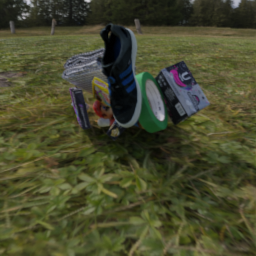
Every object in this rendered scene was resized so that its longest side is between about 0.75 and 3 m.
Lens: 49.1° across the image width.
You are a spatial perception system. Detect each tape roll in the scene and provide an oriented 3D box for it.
[{"bbox_3d":[0.746,-0.882,9.739,0.499,2.076,2.076,-18,17,25],"label":"tape roll"}]

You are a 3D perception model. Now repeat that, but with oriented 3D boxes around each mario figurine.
[{"bbox_3d":[-0.398,-0.819,12.612,2.789,1.478,1.722,13,29,23],"label":"mario figurine"}]

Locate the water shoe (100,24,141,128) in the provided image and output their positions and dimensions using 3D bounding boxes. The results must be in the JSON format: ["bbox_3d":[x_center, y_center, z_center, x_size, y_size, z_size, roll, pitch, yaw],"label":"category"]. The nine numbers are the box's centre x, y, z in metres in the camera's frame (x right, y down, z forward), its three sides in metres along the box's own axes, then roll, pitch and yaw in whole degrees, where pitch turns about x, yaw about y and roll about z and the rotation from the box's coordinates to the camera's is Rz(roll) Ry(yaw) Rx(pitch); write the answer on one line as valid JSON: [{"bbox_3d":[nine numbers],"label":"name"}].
[{"bbox_3d":[-0.368,-1.464,8.090,1.049,2.933,1.157,-6,-3,37],"label":"water shoe"}]

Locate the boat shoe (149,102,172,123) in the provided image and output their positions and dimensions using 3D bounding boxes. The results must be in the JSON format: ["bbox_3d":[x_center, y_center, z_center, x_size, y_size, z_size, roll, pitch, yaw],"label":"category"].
[{"bbox_3d":[1.300,-1.082,12.815,2.556,0.855,0.728,30,55,33],"label":"boat shoe"}]

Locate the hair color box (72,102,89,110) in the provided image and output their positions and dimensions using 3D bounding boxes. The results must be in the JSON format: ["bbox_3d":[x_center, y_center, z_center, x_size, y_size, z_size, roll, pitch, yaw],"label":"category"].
[{"bbox_3d":[-2.431,-1.134,14.248,0.789,0.239,0.390,10,-14,17],"label":"hair color box"}]

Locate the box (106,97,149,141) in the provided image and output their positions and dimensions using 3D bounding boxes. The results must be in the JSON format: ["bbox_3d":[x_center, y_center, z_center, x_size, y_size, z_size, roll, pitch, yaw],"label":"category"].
[{"bbox_3d":[0.048,-0.563,11.268,0.497,1.986,2.000,41,13,-5],"label":"box"}]

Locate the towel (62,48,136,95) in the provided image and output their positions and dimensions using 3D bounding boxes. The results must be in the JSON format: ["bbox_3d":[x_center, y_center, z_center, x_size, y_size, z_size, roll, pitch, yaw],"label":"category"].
[{"bbox_3d":[-1.222,-2.450,12.549,2.785,1.192,2.306,-6,-22,38],"label":"towel"}]

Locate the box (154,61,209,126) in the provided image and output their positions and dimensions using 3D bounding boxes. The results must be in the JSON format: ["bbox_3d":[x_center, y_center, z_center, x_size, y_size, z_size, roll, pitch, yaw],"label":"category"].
[{"bbox_3d":[1.933,-1.306,10.592,1.113,1.941,1.282,-28,-7,-21],"label":"box"}]

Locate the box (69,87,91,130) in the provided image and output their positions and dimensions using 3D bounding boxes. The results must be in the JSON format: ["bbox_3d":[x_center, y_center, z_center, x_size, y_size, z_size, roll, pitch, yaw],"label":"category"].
[{"bbox_3d":[-2.081,-0.902,11.986,0.409,1.619,2.264,-15,13,-14],"label":"box"}]

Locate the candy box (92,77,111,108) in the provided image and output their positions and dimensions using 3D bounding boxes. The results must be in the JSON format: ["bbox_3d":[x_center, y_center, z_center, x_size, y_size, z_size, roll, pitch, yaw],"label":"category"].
[{"bbox_3d":[-0.792,-1.212,10.668,1.198,0.310,2.344,29,-8,-2],"label":"candy box"}]
